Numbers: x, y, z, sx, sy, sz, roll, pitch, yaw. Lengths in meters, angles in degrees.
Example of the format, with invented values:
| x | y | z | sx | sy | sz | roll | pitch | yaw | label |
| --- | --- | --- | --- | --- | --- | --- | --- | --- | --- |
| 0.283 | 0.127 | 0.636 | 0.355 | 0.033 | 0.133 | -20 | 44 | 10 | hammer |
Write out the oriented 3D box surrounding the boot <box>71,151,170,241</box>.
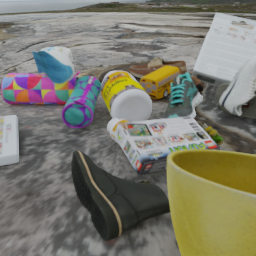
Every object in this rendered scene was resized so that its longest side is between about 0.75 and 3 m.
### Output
| x | y | z | sx | sy | sz | roll | pitch | yaw | label |
| --- | --- | --- | --- | --- | --- | --- | --- | --- | --- |
| -0.205 | 1.144 | 5.570 | 1.428 | 0.800 | 2.065 | -10 | 42 | -28 | boot |

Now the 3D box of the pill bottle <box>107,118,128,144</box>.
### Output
| x | y | z | sx | sy | sz | roll | pitch | yaw | label |
| --- | --- | --- | --- | --- | --- | --- | --- | --- | --- |
| -0.032 | 0.182 | 7.299 | 0.628 | 0.628 | 1.149 | -22 | 41 | -36 | pill bottle |

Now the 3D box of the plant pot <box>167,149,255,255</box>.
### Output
| x | y | z | sx | sy | sz | roll | pitch | yaw | label |
| --- | --- | --- | --- | --- | --- | --- | --- | --- | --- |
| 1.598 | 1.376 | 3.554 | 2.444 | 1.735 | 2.444 | 7 | 7 | -1 | plant pot |

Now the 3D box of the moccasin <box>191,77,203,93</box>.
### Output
| x | y | z | sx | sy | sz | roll | pitch | yaw | label |
| --- | --- | --- | --- | --- | --- | --- | --- | --- | --- |
| 2.473 | -1.581 | 10.391 | 0.471 | 0.497 | 1.288 | -33 | -18 | 18 | moccasin |

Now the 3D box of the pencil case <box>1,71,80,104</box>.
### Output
| x | y | z | sx | sy | sz | roll | pitch | yaw | label |
| --- | --- | --- | --- | --- | --- | --- | --- | --- | --- |
| -3.027 | -1.417 | 9.961 | 2.681 | 1.185 | 1.185 | -3 | 28 | -3 | pencil case |

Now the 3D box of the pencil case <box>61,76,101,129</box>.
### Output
| x | y | z | sx | sy | sz | roll | pitch | yaw | label |
| --- | --- | --- | --- | --- | --- | --- | --- | --- | --- |
| -1.391 | -0.867 | 8.626 | 0.903 | 0.981 | 2.122 | 18 | 32 | -10 | pencil case |

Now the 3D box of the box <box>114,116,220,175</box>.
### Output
| x | y | z | sx | sy | sz | roll | pitch | yaw | label |
| --- | --- | --- | --- | --- | --- | --- | --- | --- | --- |
| 0.941 | 0.330 | 6.576 | 2.267 | 0.394 | 1.248 | -6 | 46 | -32 | box |

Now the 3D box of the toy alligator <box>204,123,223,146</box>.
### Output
| x | y | z | sx | sy | sz | roll | pitch | yaw | label |
| --- | --- | --- | --- | --- | --- | --- | --- | --- | --- |
| 2.237 | 0.185 | 7.672 | 0.295 | 0.408 | 1.230 | -35 | 16 | 5 | toy alligator |

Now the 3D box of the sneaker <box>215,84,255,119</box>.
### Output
| x | y | z | sx | sy | sz | roll | pitch | yaw | label |
| --- | --- | --- | --- | --- | --- | --- | --- | --- | --- |
| 4.161 | -0.798 | 9.244 | 1.334 | 0.939 | 2.512 | -2 | 24 | -33 | sneaker |

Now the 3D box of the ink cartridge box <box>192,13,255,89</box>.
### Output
| x | y | z | sx | sy | sz | roll | pitch | yaw | label |
| --- | --- | --- | --- | --- | --- | --- | --- | --- | --- |
| 4.172 | -2.976 | 11.163 | 2.416 | 0.848 | 2.973 | 19 | 69 | 13 | ink cartridge box |

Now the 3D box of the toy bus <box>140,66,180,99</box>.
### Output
| x | y | z | sx | sy | sz | roll | pitch | yaw | label |
| --- | --- | --- | --- | --- | --- | --- | --- | --- | --- |
| 1.366 | -1.800 | 10.897 | 0.747 | 0.898 | 2.294 | 18 | 34 | 31 | toy bus |

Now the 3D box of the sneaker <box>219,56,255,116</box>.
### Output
| x | y | z | sx | sy | sz | roll | pitch | yaw | label |
| --- | --- | --- | --- | --- | --- | --- | --- | --- | --- |
| 3.505 | -1.244 | 8.385 | 0.715 | 1.871 | 0.753 | -18 | 51 | -34 | sneaker |

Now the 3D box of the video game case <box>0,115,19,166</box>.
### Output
| x | y | z | sx | sy | sz | roll | pitch | yaw | label |
| --- | --- | --- | --- | --- | --- | --- | --- | --- | --- |
| -4.282 | 0.411 | 7.311 | 2.661 | 0.305 | 2.422 | -10 | 29 | -18 | video game case |

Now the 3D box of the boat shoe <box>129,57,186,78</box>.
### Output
| x | y | z | sx | sy | sz | roll | pitch | yaw | label |
| --- | --- | --- | --- | --- | --- | --- | --- | --- | --- |
| 1.354 | -2.750 | 12.703 | 2.615 | 0.939 | 0.990 | 4 | 28 | 7 | boat shoe |

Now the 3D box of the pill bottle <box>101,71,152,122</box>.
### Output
| x | y | z | sx | sy | sz | roll | pitch | yaw | label |
| --- | --- | --- | --- | --- | --- | --- | --- | --- | --- |
| -0.156 | -1.030 | 8.850 | 1.238 | 1.238 | 2.266 | -7 | 32 | -14 | pill bottle |

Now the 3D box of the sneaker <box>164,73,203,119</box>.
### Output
| x | y | z | sx | sy | sz | roll | pitch | yaw | label |
| --- | --- | --- | --- | --- | --- | --- | --- | --- | --- |
| 1.609 | -0.978 | 8.842 | 1.012 | 1.190 | 2.609 | -13 | 20 | 27 | sneaker |

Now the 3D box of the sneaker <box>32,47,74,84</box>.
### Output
| x | y | z | sx | sy | sz | roll | pitch | yaw | label |
| --- | --- | --- | --- | --- | --- | --- | --- | --- | --- |
| -2.333 | -2.257 | 9.408 | 1.134 | 1.074 | 2.807 | -23 | 32 | -23 | sneaker |
